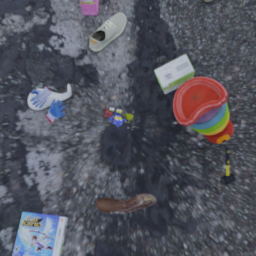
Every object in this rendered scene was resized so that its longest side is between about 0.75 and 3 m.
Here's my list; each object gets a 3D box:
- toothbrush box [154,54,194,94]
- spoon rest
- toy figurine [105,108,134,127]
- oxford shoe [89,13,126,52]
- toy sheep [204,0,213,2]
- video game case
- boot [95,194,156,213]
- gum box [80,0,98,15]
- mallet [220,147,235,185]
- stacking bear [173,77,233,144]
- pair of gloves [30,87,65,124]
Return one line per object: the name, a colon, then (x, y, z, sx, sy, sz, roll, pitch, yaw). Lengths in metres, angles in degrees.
toothbrush box: (1.520, -1.702, 9.166, 1.091, 1.498, 0.645, -26, 86, 8)
spoon rest: (-2.910, -1.156, 10.443, 1.783, 0.540, 0.886, -12, 67, 10)
toy figurine: (-0.262, -0.184, 8.036, 0.852, 0.449, 0.510, 15, 45, -19)
oxford shoe: (-0.796, -4.002, 11.418, 0.809, 0.622, 2.153, 34, 71, 15)
toy sheep: (3.552, -5.836, 12.102, 1.000, 0.690, 0.690, -36, 73, -13)
video game case: (-2.715, 3.370, 8.718, 1.429, 0.325, 1.296, 6, 68, 2)
boot: (-0.060, 2.009, 7.564, 1.248, 1.339, 0.430, 12, 63, -30)
gum box: (-1.620, -5.980, 11.888, 0.666, 1.142, 2.013, 1, 69, 0)
mallet: (3.022, 1.216, 8.681, 0.445, 1.351, 0.278, -26, 30, -9)
stacking bear: (2.604, -0.338, 8.951, 1.553, 2.558, 1.454, -34, 47, 16)
pair of gloves: (-2.732, -0.830, 9.582, 1.327, 0.151, 1.067, 50, 35, -21)
